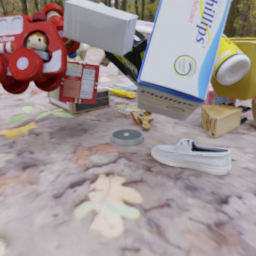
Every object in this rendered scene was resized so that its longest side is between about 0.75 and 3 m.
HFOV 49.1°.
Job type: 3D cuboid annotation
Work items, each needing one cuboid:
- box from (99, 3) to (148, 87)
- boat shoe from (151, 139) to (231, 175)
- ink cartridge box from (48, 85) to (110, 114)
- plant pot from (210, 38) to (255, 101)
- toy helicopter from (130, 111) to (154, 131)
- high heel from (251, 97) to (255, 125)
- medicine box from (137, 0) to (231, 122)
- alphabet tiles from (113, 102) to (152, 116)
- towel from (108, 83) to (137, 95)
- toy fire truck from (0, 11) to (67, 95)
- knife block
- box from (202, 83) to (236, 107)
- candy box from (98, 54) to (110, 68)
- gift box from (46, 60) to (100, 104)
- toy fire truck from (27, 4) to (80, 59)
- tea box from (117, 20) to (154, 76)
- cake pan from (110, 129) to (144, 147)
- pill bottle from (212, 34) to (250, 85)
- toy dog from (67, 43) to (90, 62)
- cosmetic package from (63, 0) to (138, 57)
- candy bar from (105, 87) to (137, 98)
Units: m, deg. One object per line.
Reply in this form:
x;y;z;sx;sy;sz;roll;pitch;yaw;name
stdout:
-0.187;-2.907;10.378;0.628;2.551;2.641;-37;62;-12;box
1.745;0.705;7.962;2.280;0.781;0.821;13;24;31;boat shoe
-2.459;-1.601;13.912;2.115;0.964;2.568;-15;26;-38;ink cartridge box
4.345;-2.249;10.681;2.118;2.181;2.132;-17;24;-36;plant pot
0.581;-0.315;11.137;0.942;0.562;1.424;3;30;-6;toy helicopter
5.910;-0.397;10.329;2.103;1.054;2.951;-5;36;4;high heel
1.204;-1.707;6.780;1.426;2.523;2.770;15;-7;4;medicine box
0.517;-0.938;13.403;2.250;0.071;1.873;-13;24;-31;alphabet tiles
0.415;-2.503;17.105;2.505;0.433;2.412;-17;26;-36;towel
-3.084;-2.238;8.103;2.683;2.253;1.504;-3;-6;13;toy fire truck
3.970;-0.384;10.887;2.109;0.769;2.402;-1;20;2;knife block
4.168;-1.482;13.288;1.264;1.166;2.463;2;20;5;box
-1.040;-3.279;13.344;0.476;0.816;0.230;9;54;-33;candy box
-1.906;-1.774;9.799;1.575;1.706;1.593;6;11;-34;gift box
-2.956;-3.300;10.814;2.516;2.113;1.411;-25;59;-2;toy fire truck
0.868;-3.638;13.306;2.386;2.348;1.595;10;36;2;tea box
-0.038;0.330;9.785;1.219;0.224;1.219;0;21;0;cake pan
3.032;-2.464;9.404;1.120;1.120;1.991;-9;52;-23;pill bottle
-2.219;-3.599;12.580;1.484;2.127;2.063;24;-6;23;toy dog
-0.766;-2.731;7.557;1.859;0.993;0.838;22;35;10;cosmetic package
-0.784;-2.042;16.021;2.892;0.320;0.721;16;22;38;candy bar
